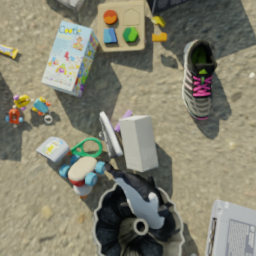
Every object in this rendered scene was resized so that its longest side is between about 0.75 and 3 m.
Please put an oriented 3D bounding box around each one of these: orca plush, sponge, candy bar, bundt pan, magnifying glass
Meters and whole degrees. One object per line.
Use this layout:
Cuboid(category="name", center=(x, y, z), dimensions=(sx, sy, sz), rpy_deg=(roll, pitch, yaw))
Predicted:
Cuboid(category="orca plush", center=(0.355, 1.842, 8.400), dimensions=(2.896, 1.524, 1.030), rpy_deg=(45, 45, -23))
Cuboid(category="sponge", center=(-0.167, -0.232, 9.249), dimensions=(0.121, 0.451, 0.808), rpy_deg=(36, 88, -8))
Cuboid(category="candy bar", center=(-4.398, -2.714, 9.501), dimensions=(1.326, 0.147, 0.331), rpy_deg=(20, 88, 0))
Cuboid(category="bundt pan", center=(0.190, 3.062, 8.369), dimensions=(2.855, 1.072, 2.855), rpy_deg=(11, 57, -18))
Cuboid(category="magnifying glass", center=(-1.694, 0.737, 9.253), dimensions=(1.721, 0.193, 0.685), rpy_deg=(-10, 110, 4))

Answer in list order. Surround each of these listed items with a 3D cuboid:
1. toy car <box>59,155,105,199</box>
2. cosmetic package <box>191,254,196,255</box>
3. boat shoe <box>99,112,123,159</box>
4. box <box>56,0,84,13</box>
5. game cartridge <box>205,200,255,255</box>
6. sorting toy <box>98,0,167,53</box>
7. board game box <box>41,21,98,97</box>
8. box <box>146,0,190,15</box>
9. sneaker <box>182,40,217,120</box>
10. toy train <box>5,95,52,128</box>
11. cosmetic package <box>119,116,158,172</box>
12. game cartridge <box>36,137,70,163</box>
Cuboid(category="toy car", center=(-1.409, 1.696, 9.039), dimensions=(1.160, 1.113, 1.259), rpy_deg=(13, 123, 22))
Cuboid(category="cosmetic package", center=(1.679, 5.178, 8.814), dimensions=(2.113, 0.896, 1.137), rpy_deg=(-35, 88, -1))
Cuboid(category="boat shoe", center=(-0.698, 0.257, 9.144), dimensions=(0.529, 0.559, 1.560), rpy_deg=(-23, 82, 2))
Cuboid(category="box", center=(-1.913, -5.136, 9.427), dimensions=(1.523, 0.465, 1.924), rpy_deg=(31, 89, 1))
Cuboid(category="game cartridge", center=(3.353, 3.920, 8.574), dimensions=(1.973, 0.606, 2.964), rpy_deg=(17, 72, -8))
Cuboid(category="sorting toy", center=(0.102, -3.380, 9.226), dimensions=(2.311, 0.309, 1.722), rpy_deg=(0, 87, 12))
Cuboid(category="board game box", center=(-1.818, -2.154, 8.993), dimensions=(1.055, 1.037, 2.012), rpy_deg=(18, 88, 7))
Cuboid(category="box", center=(1.706, -5.308, 8.924), dimensions=(2.775, 1.485, 2.059), rpy_deg=(-22, 88, -1))
Cuboid(category="sneaker", center=(2.287, -1.598, 8.943), dimensions=(0.978, 1.160, 2.651), rpy_deg=(-2, 88, 0))
Cuboid(category="toy train", center=(-3.281, -0.584, 9.308), dimensions=(1.485, 0.413, 1.115), rpy_deg=(-1, 117, -10))
Cuboid(category="cosmetic package", center=(0.322, 0.466, 8.770), dimensions=(0.749, 0.887, 1.661), rpy_deg=(-12, 100, -33))
Cuboid(category="game cartridge", center=(-2.371, 0.661, 8.917), dimensions=(0.755, 1.133, 0.229), rpy_deg=(-44, 131, -28))
